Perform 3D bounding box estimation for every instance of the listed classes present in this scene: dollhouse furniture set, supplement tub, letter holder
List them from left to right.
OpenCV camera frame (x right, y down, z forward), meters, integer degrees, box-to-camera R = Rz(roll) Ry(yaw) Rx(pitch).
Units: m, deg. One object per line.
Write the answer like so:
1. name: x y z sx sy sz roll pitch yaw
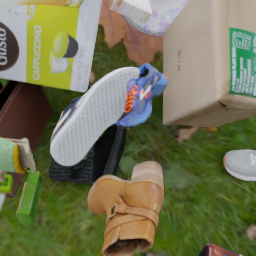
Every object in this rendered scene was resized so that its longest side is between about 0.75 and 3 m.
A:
1. letter holder: -3.225 -0.017 6.910 1.396 1.973 2.775 11 59 7
2. dollhouse furniture set: -1.854 0.769 4.038 0.947 1.446 0.726 7 54 -4
3. supplement tub: 2.561 3.328 5.136 2.720 1.455 1.455 19 60 12

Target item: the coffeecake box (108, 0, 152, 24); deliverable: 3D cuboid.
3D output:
1. coffeecake box: 0.020 -2.636 5.802 0.865 0.316 0.664 9 58 -35

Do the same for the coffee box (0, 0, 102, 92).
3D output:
1. coffee box: -2.016 -2.814 6.343 2.749 2.775 2.779 9 33 -9

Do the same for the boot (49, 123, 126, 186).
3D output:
1. boot: -0.987 0.464 7.284 1.636 0.824 2.189 12 59 8

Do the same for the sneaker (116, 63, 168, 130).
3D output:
1. sneaker: 0.140 -0.524 4.619 0.548 0.526 1.396 46 53 -23

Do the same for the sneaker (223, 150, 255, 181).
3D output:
1. sneaker: 3.598 0.805 6.938 2.314 1.064 0.876 7 58 4

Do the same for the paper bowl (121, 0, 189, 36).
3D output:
1. paper bowl: 0.885 -3.864 7.000 2.734 2.734 1.422 -9 51 -5

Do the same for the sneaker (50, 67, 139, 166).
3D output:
1. sneaker: -0.663 -0.341 5.601 2.361 0.926 0.938 -43 23 -6

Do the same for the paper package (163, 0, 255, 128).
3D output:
1. paper package: 1.695 -1.370 5.832 1.270 2.339 2.454 5 79 -15

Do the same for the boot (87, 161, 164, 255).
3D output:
1. boot: -0.130 1.143 3.608 1.441 0.553 1.119 -28 30 30
